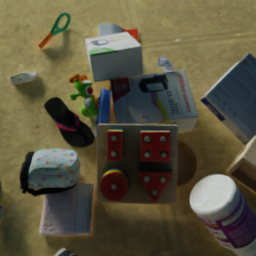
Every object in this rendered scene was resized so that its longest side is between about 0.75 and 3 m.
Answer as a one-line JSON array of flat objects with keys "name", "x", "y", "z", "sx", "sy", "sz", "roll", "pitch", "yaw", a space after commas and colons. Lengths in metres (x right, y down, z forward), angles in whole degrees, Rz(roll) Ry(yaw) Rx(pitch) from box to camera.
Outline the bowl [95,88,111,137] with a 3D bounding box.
[{"name": "bowl", "x": -0.840, "y": -0.505, "z": 9.417, "sx": 0.323, "sy": 1.643, "sz": 1.643, "roll": 7, "pitch": 63, "yaw": -10}]

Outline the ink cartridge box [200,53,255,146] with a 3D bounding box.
[{"name": "ink cartridge box", "x": 4.282, "y": -0.925, "z": 9.860, "sx": 2.634, "sy": 0.570, "sz": 2.586, "roll": -42, "pitch": 86, "yaw": -20}]

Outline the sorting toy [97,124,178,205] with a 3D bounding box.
[{"name": "sorting toy", "x": 0.242, "y": 1.121, "z": 8.230, "sx": 2.429, "sy": 0.845, "sz": 2.415, "roll": 1, "pitch": 94, "yaw": 4}]

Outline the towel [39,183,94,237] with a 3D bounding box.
[{"name": "towel", "x": -1.871, "y": 2.473, "z": 8.642, "sx": 1.564, "sy": 0.264, "sz": 1.637, "roll": -1, "pitch": 62, "yaw": 1}]

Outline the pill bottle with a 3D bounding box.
[{"name": "pill bottle", "x": 2.732, "y": 2.450, "z": 7.546, "sx": 1.287, "sy": 1.287, "sz": 2.292, "roll": -48, "pitch": 115, "yaw": -20}]

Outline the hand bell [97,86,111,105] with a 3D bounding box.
[{"name": "hand bell", "x": -0.728, "y": -1.320, "z": 10.533, "sx": 0.553, "sy": 0.553, "sz": 1.061, "roll": 17, "pitch": 52, "yaw": 9}]

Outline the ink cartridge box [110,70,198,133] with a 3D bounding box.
[{"name": "ink cartridge box", "x": 0.836, "y": -0.813, "z": 9.820, "sx": 2.728, "sy": 1.130, "sz": 1.988, "roll": -8, "pitch": 63, "yaw": -4}]

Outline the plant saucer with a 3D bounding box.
[{"name": "plant saucer", "x": 1.449, "y": 1.164, "z": 9.245, "sx": 1.622, "sy": 0.287, "sz": 1.622, "roll": 1, "pitch": 67, "yaw": -3}]

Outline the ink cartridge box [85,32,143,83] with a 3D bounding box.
[{"name": "ink cartridge box", "x": -0.576, "y": -2.643, "z": 10.208, "sx": 1.746, "sy": 1.051, "sz": 2.403, "roll": -11, "pitch": 29, "yaw": -6}]

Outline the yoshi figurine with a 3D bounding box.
[{"name": "yoshi figurine", "x": -1.580, "y": -1.053, "z": 10.050, "sx": 0.926, "sy": 0.923, "sz": 1.648, "roll": -23, "pitch": 76, "yaw": -11}]

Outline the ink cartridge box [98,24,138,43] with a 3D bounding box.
[{"name": "ink cartridge box", "x": -0.404, "y": -3.773, "z": 11.737, "sx": 1.662, "sy": 0.393, "sz": 1.330, "roll": -2, "pitch": 63, "yaw": 1}]

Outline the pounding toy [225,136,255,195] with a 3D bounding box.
[{"name": "pounding toy", "x": 4.499, "y": 1.333, "z": 8.157, "sx": 2.453, "sy": 2.155, "sz": 1.122, "roll": 36, "pitch": 68, "yaw": 16}]

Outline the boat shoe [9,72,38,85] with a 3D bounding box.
[{"name": "boat shoe", "x": -4.032, "y": -1.987, "z": 10.831, "sx": 1.074, "sy": 0.372, "sz": 0.380, "roll": -22, "pitch": 56, "yaw": -12}]

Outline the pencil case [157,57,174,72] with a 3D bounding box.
[{"name": "pencil case", "x": 1.377, "y": -2.249, "z": 10.189, "sx": 0.370, "sy": 0.890, "sz": 0.404, "roll": 34, "pitch": 98, "yaw": 30}]

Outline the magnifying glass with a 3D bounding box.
[{"name": "magnifying glass", "x": -3.086, "y": -4.070, "z": 11.783, "sx": 0.214, "sy": 0.761, "sz": 1.911, "roll": 37, "pitch": 79, "yaw": 13}]

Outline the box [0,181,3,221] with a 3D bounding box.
[{"name": "box", "x": -4.126, "y": 2.268, "z": 8.607, "sx": 0.423, "sy": 0.388, "sz": 1.208, "roll": 5, "pitch": 58, "yaw": -34}]

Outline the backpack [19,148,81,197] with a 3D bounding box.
[{"name": "backpack", "x": -2.346, "y": 1.291, "z": 8.656, "sx": 1.737, "sy": 1.100, "sz": 1.450, "roll": 2, "pitch": 40, "yaw": -6}]

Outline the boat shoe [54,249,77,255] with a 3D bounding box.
[{"name": "boat shoe", "x": -1.855, "y": 3.679, "z": 7.316, "sx": 0.500, "sy": 1.659, "sz": 0.627, "roll": 11, "pitch": 99, "yaw": 15}]

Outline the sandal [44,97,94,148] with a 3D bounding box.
[{"name": "sandal", "x": -2.167, "y": -0.253, "z": 9.857, "sx": 0.935, "sy": 0.561, "sz": 2.490, "roll": -38, "pitch": 69, "yaw": -19}]
